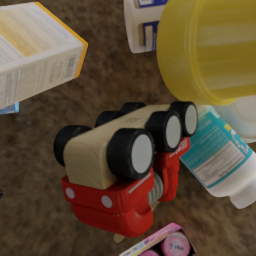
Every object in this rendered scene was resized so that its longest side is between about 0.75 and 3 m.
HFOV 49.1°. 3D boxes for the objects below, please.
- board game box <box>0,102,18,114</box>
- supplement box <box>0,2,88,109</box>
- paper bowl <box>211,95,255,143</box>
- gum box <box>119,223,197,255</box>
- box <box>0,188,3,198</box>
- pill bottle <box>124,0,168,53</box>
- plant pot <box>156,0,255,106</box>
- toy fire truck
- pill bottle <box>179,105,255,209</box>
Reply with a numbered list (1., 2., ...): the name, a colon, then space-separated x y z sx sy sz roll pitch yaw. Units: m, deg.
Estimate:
1. board game box: -3.938 -1.162 8.390 1.166 0.282 1.542 -7 76 -2
2. supplement box: -2.455 -1.504 5.712 1.756 1.024 2.786 42 45 13
3. paper bowl: 3.370 -0.574 7.898 1.893 0.984 1.893 0 77 1
4. gum box: 0.484 3.214 6.848 2.128 1.208 0.704 -29 78 -7
5. box: -3.890 0.873 5.263 2.457 2.012 1.058 29 88 41
6. pill bottle: 1.335 -3.209 8.187 2.741 1.641 1.641 -9 76 -2
7. plant pot: 2.414 -1.732 5.652 2.573 2.734 2.734 14 71 49
8. toy fire truck: 0.052 1.111 4.951 1.833 2.507 2.849 2 108 35
9. pill bottle: 2.258 0.690 7.303 1.532 1.532 2.766 -39 80 -9
